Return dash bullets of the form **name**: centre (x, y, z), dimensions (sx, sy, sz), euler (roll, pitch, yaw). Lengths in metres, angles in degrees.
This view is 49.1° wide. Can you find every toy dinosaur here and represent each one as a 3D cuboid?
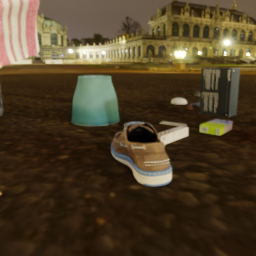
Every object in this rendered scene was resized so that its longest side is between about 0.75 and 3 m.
- **toy dinosaur**: centre (3.326, -0.918, 12.249), dimensions (1.262, 0.730, 1.391), euler (-10, -39, 41)

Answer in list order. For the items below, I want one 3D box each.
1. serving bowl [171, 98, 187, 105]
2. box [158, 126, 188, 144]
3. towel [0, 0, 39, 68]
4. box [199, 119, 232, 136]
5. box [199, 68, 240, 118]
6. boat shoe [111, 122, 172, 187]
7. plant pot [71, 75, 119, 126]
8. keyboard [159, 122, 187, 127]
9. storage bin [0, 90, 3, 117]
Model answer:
- **serving bowl**: centre (2.548, -1.360, 14.061), dimensions (0.789, 0.260, 0.789), euler (1, 14, 0)
- **box**: centre (1.187, 0.207, 7.672), dimensions (0.263, 0.282, 1.362), euler (12, 19, 41)
- **towel**: centre (-3.327, -1.808, 6.254), dimensions (2.995, 0.448, 2.192), euler (-36, -7, -26)
- **box**: centre (2.740, -0.032, 8.656), dimensions (0.659, 0.258, 1.081), euler (11, 18, 38)
- **box**: centre (3.559, -1.419, 10.974), dimensions (0.724, 1.837, 1.296), euler (-13, 19, -41)
- **boat shoe**: centre (0.254, 0.333, 5.872), dimensions (0.876, 0.878, 2.426), euler (-5, 15, -20)
- **plant pot**: centre (-1.178, -1.029, 9.895), dimensions (1.714, 1.610, 1.714), euler (0, 14, 0)
- **keyboard**: centre (1.524, -0.123, 9.515), dimensions (0.899, 0.048, 0.253), euler (8, 21, 30)
- **storage bin**: centre (-5.730, -0.966, 9.524), dimensions (2.444, 1.652, 1.146), euler (-3, 14, -12)
